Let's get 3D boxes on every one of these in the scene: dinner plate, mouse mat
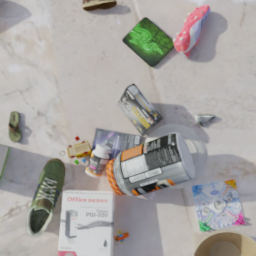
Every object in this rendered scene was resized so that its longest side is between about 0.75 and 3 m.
[{"bbox_3d":[1.915,1.128,11.447,2.675,0.324,2.675,0,80,-1],"label":"dinner plate"},{"bbox_3d":[0.901,-3.751,12.232,1.944,0.073,1.564,44,87,10],"label":"mouse mat"}]

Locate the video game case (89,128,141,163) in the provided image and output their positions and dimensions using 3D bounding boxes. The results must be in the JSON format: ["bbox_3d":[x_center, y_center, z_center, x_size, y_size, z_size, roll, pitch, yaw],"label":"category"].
[{"bbox_3d":[-0.517,0.824,11.548,1.914,0.182,1.367,10,81,3],"label":"video game case"}]

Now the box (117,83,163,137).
[{"bbox_3d":[0.410,-0.678,11.114,0.435,1.424,1.798,-34,83,-28],"label":"box"}]

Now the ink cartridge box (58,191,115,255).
[{"bbox_3d":[-1.509,3.721,10.474,1.945,1.132,2.670,2,73,-1],"label":"ink cartridge box"}]

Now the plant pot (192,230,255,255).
[{"bbox_3d":[3.544,4.869,10.007,2.592,1.740,2.592,-2,80,11],"label":"plant pot"}]

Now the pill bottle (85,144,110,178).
[{"bbox_3d":[-1.162,1.286,11.012,0.705,0.705,1.212,21,97,3],"label":"pill bottle"}]

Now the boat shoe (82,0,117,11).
[{"bbox_3d":[-1.273,-5.589,12.397,1.548,0.558,0.557,-8,82,5],"label":"boat shoe"}]

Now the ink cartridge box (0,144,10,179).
[{"bbox_3d":[-5.495,1.342,10.327,0.910,2.403,1.776,12,81,2],"label":"ink cartridge box"}]

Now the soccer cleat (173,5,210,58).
[{"bbox_3d":[2.835,-4.222,12.128,0.987,0.861,2.582,48,67,-38],"label":"soccer cleat"}]

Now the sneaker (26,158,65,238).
[{"bbox_3d":[-3.026,2.660,10.425,0.992,1.329,2.960,21,87,-18],"label":"sneaker"}]

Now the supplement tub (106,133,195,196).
[{"bbox_3d":[0.785,1.423,10.218,2.905,1.780,1.780,-21,81,21],"label":"supplement tub"}]

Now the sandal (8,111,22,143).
[{"bbox_3d":[-4.750,-0.051,11.575,0.538,0.387,1.355,-9,81,-1],"label":"sandal"}]

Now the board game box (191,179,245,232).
[{"bbox_3d":[3.586,3.082,11.153,1.828,0.237,1.829,-9,81,-2],"label":"board game box"}]

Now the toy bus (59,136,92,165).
[{"bbox_3d":[-1.977,0.963,11.187,1.110,0.574,1.047,25,67,17],"label":"toy bus"}]

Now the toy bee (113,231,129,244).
[{"bbox_3d":[-0.355,4.236,10.861,0.753,0.409,0.493,14,73,-42],"label":"toy bee"}]

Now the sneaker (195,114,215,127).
[{"bbox_3d":[3.186,-0.300,11.696,0.890,0.334,0.514,-1,104,-11],"label":"sneaker"}]
